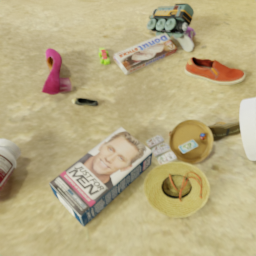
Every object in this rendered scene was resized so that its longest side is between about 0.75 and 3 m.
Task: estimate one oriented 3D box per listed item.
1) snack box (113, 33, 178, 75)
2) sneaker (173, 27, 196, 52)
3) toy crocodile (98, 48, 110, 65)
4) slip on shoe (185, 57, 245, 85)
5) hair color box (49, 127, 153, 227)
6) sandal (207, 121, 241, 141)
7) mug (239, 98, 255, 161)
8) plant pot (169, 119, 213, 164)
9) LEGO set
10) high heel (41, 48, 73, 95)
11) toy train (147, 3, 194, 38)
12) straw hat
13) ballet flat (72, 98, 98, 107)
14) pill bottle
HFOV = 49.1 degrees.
[{"bbox_3d":[0.827,-3.405,12.771,2.921,0.355,1.050,-29,71,-21],"label":"snack box"},{"bbox_3d":[2.960,-4.390,13.531,1.021,0.649,1.791,-13,52,-14],"label":"sneaker"},{"bbox_3d":[-1.097,-3.283,12.785,0.431,0.394,1.277,-9,51,-7],"label":"toy crocodile"},{"bbox_3d":[3.698,-2.454,11.888,2.528,0.773,0.936,14,51,9],"label":"slip on shoe"},{"bbox_3d":[-0.764,1.408,8.711,1.477,0.894,2.953,38,60,25],"label":"hair color box"},{"bbox_3d":[3.316,0.030,9.981,1.751,0.703,0.473,-11,40,-15],"label":"sandal"},{"bbox_3d":[4.873,-0.415,8.592,2.400,2.021,2.737,-8,89,33],"label":"mug"},{"bbox_3d":[2.096,0.463,9.430,1.509,0.207,1.509,0,93,-4],"label":"plant pot"},{"bbox_3d":[1.697,0.540,9.622,1.831,0.449,1.368,-27,39,-3],"label":"LEGO set"},{"bbox_3d":[-3.334,-2.404,11.678,1.262,0.886,2.631,-10,61,-33],"label":"high heel"},{"bbox_3d":[1.925,-5.075,13.199,2.479,1.057,1.413,26,93,49],"label":"toy train"},{"bbox_3d":[1.465,1.679,8.342,1.894,1.894,0.802,14,20,11],"label":"straw hat"},{"bbox_3d":[-1.703,-1.059,11.052,1.071,0.304,0.356,6,60,6],"label":"ballet flat"},{"bbox_3d":[-4.185,1.330,8.585,1.116,1.116,1.975,12,46,10],"label":"pill bottle"}]
